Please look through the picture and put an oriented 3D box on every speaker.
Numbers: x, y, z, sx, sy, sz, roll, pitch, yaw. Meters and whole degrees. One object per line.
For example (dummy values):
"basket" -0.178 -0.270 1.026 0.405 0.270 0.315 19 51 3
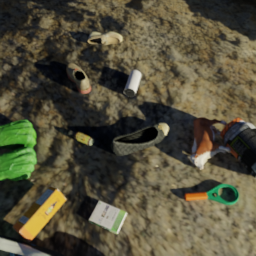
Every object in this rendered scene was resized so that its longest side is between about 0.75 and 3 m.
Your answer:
"speaker" 0.206 -2.058 12.957 0.538 0.538 1.324 10 51 8

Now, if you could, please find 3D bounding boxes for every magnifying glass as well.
"magnifying glass" 2.876 2.323 9.628 1.850 0.207 0.736 -2 51 -4

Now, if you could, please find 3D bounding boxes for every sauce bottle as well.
"sauce bottle" -1.892 0.387 11.100 1.045 0.338 0.338 19 53 16

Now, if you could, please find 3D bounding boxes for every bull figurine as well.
"bull figurine" 3.068 0.522 10.731 1.414 0.758 2.328 8 54 1

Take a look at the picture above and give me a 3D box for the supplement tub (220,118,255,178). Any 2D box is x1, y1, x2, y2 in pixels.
"supplement tub" 4.435 0.692 10.234 1.274 1.274 2.080 -22 55 -17

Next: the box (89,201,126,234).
"box" -0.660 2.914 9.136 1.022 0.186 0.737 18 53 16

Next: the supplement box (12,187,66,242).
"supplement box" -2.708 2.613 8.639 0.560 0.542 1.628 4 43 46

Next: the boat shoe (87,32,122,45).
"boat shoe" -1.255 -4.735 15.087 1.898 0.685 0.617 9 57 14

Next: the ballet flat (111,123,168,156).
"ballet flat" 0.517 0.392 10.842 2.500 0.710 0.831 -23 54 -18

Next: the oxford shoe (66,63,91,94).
"oxford shoe" -2.356 -2.547 13.155 0.768 0.815 2.180 -26 53 -18

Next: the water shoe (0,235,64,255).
"water shoe" -2.902 3.929 7.955 2.846 1.018 1.123 10 70 16

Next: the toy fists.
"toy fists" -4.074 0.803 10.440 1.300 0.877 2.551 -14 53 -2
